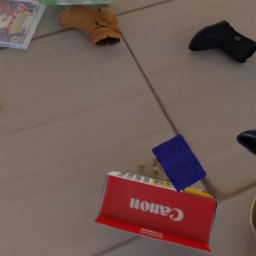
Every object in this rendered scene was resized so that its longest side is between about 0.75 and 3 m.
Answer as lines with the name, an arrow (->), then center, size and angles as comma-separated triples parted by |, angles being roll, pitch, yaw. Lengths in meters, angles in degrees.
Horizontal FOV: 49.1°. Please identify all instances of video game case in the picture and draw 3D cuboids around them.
video game case -> -4.773, -4.300, 11.059 | 2.416, 0.305, 2.651 | 8, 63, 5

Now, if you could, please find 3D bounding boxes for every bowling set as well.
bowling set -> 0.907, 1.057, 8.071 | 1.174, 0.630, 0.817 | 22, 65, 11

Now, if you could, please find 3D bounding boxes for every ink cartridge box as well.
ink cartridge box -> 0.666, 1.831, 6.658 | 2.529, 2.220, 1.060 | 12, 86, 5

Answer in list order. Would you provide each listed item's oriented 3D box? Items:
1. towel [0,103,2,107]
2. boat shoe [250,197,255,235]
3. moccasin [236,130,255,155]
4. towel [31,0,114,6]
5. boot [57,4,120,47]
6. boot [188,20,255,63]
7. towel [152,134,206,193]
towel -> -5.354, -0.328, 9.032 | 1.042, 0.219, 2.422 | 40, 69, 19
boat shoe -> 3.673, 2.775, 7.094 | 0.884, 0.763, 2.434 | 10, 63, 5
moccasin -> 3.191, 0.649, 6.070 | 0.663, 0.783, 1.945 | -5, 21, -29
towel -> -2.038, -4.937, 10.747 | 2.743, 0.321, 2.092 | 1, 26, 5
boot -> -1.457, -3.726, 10.565 | 2.251, 0.863, 1.748 | -10, 66, -13
boot -> 3.467, -2.960, 10.071 | 2.059, 0.786, 1.730 | -30, 62, -22
towel -> 0.914, 0.634, 5.075 | 0.675, 0.226, 0.914 | -25, 71, -18
